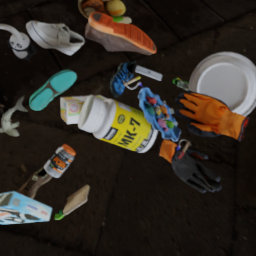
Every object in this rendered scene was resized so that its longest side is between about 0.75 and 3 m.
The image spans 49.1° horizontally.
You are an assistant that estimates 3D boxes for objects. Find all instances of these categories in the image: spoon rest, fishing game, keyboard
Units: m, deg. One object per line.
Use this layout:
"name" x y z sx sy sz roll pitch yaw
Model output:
"spoon rest" -4.652 -2.935 9.129 2.185 0.662 1.086 -11 32 -5
"fishing game" 0.982 -0.438 8.076 2.638 0.410 1.889 54 27 2
"keyboard" 0.831 -2.202 11.265 1.089 0.058 0.306 20 59 -5

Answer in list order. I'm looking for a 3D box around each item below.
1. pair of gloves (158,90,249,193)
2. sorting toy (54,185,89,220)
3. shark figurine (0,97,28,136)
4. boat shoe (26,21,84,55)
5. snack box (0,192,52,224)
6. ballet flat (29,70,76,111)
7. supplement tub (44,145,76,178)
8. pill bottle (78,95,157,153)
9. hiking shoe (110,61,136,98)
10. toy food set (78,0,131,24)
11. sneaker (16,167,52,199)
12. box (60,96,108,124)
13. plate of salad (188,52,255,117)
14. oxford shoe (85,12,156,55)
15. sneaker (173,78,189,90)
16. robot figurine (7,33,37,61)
"pair of gloves" 2.037 0.391 8.398 0.349 2.825 2.517 -6 30 -40
"sorting toy" -1.558 2.119 7.814 1.132 0.837 0.167 -35 104 4
"shark figurine" -3.874 -0.357 9.059 0.886 1.483 0.619 0 44 -37
"boat shoe" -2.515 -3.347 10.197 0.885 2.693 0.969 -27 78 20
"snack box" -3.268 2.228 7.603 2.140 1.243 0.397 -16 50 33
"ballet flat" -2.037 -1.048 7.409 1.472 0.496 0.518 -44 31 -13
"supplement tub" -1.891 0.917 7.829 0.525 0.525 0.857 39 91 22
"pill bottle" -0.291 -0.111 7.843 2.013 1.150 1.150 20 54 -25
"hiking shoe" -0.202 -1.874 10.475 0.688 0.591 1.587 -12 54 46
"toy food set" -1.041 -4.591 10.785 1.798 2.604 0.523 -7 67 20
"sneaker" -2.822 1.611 8.257 0.511 0.548 1.450 26 47 14
"box" -1.387 -0.599 8.909 1.366 0.692 0.768 -6 19 -24
"plate of salad" 2.997 -1.248 8.814 2.189 2.189 0.526 37 24 21
"oxford shoe" -0.251 -3.140 9.978 2.627 0.958 0.936 20 48 -18
"sneaker" 2.108 -1.700 11.073 0.801 0.312 0.341 29 30 25
"robot figurine" -3.988 -3.023 10.517 0.863 1.149 0.717 -24 72 -15
